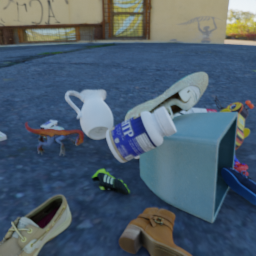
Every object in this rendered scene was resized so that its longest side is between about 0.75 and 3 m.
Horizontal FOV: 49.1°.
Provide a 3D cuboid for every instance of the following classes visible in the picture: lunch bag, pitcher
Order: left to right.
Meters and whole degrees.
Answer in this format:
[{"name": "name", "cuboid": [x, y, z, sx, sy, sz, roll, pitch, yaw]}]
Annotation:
[{"name": "lunch bag", "cuboid": [-3.095, 0.205, 11.656, 0.642, 0.309, 0.801, 11, 25, 31]}, {"name": "pitcher", "cuboid": [-1.377, -0.553, 9.854, 1.600, 1.131, 1.866, 4, 49, -24]}]

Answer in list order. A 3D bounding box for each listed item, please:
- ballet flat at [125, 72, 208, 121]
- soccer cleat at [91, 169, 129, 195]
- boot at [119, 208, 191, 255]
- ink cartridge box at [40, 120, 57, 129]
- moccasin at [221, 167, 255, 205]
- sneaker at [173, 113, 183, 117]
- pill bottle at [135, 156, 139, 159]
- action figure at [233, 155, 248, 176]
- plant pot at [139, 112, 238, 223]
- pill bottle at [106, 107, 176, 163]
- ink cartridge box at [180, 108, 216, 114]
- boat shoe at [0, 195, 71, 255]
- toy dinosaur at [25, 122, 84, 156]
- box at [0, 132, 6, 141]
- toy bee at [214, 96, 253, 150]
[{"name": "ballet flat", "cuboid": [1.232, -0.582, 7.779, 2.759, 0.930, 0.860, -31, 40, -4]}, {"name": "soccer cleat", "cuboid": [-0.517, 1.661, 8.159, 0.552, 0.460, 1.363, -39, 41, -26]}, {"name": "boot", "cuboid": [0.813, 2.409, 6.203, 1.735, 0.665, 1.347, 5, 18, 29]}, {"name": "ink cartridge box", "cuboid": [-3.540, -0.127, 12.638, 0.411, 0.162, 0.826, 8, 26, 18]}, {"name": "moccasin", "cuboid": [3.270, 1.613, 7.895, 0.502, 0.592, 1.472, -20, 41, -19]}, {"name": "sneaker", "cuboid": [1.924, 0.349, 9.488, 2.903, 1.075, 1.285, 16, 49, -14]}, {"name": "pill bottle", "cuboid": [0.565, 0.785, 10.088, 0.834, 0.462, 0.462, -16, 28, -35]}, {"name": "action figure", "cuboid": [3.571, 1.188, 9.302, 0.448, 0.354, 1.371, -7, 23, -7]}, {"name": "plant pot", "cuboid": [1.594, 0.797, 7.888, 2.318, 2.270, 2.276, 10, 24, 29]}, {"name": "pill bottle", "cuboid": [0.292, 0.118, 6.024, 1.360, 0.814, 0.814, -27, 19, 13]}, {"name": "ink cartridge box", "cuboid": [2.721, -0.203, 11.739, 2.048, 0.854, 1.488, 5, 26, 4]}, {"name": "boat shoe", "cuboid": [-2.203, 2.284, 6.106, 0.881, 0.790, 2.381, 11, 25, 25]}, {"name": "toy dinosaur", "cuboid": [-2.518, 0.346, 10.063, 1.721, 1.897, 0.996, -27, 34, 18]}, {"name": "box", "cuboid": [-5.515, 0.427, 11.291, 0.719, 0.190, 0.923, 19, 29, 38]}, {"name": "toy bee", "cuboid": [3.950, -0.413, 10.504, 1.720, 2.627, 1.428, 15, -33, -42]}]
